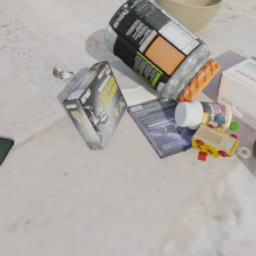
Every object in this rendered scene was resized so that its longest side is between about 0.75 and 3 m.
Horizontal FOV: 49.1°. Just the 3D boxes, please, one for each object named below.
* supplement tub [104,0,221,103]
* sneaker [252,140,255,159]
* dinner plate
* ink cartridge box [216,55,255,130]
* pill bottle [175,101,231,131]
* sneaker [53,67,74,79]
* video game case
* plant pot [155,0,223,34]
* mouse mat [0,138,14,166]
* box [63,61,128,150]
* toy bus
[{"bbox_3d":[0.915,-2.027,7.585,2.905,1.780,1.780,43,54,8],"label":"supplement tub"},{"bbox_3d":[4.053,-0.083,6.013,2.960,1.329,0.992,-5,21,-15],"label":"sneaker"},{"bbox_3d":[-0.125,-1.596,8.852,2.675,0.324,2.675,-1,42,1],"label":"dinner plate"},{"bbox_3d":[4.051,-1.149,7.528,2.670,1.132,1.945,-29,48,-19],"label":"ink cartridge box"},{"bbox_3d":[1.803,-0.290,6.788,1.212,0.705,0.705,3,40,-20],"label":"pill bottle"},{"bbox_3d":[-2.039,-1.732,9.035,0.514,0.334,0.890,-3,25,-39],"label":"sneaker"},{"bbox_3d":[0.991,-0.100,7.261,1.367,0.182,1.914,-17,46,-17],"label":"video game case"},{"bbox_3d":[2.185,-4.593,10.951,2.592,1.740,2.592,4,51,-5],"label":"plant pot"},{"bbox_3d":[-3.623,0.833,6.149,1.564,0.073,1.944,9,46,4],"label":"mouse mat"},{"bbox_3d":[-0.699,-0.572,6.789,0.435,1.424,1.798,-7,36,28],"label":"box"},{"bbox_3d":[1.979,0.380,6.223,1.047,0.574,1.110,-13,55,6],"label":"toy bus"}]
